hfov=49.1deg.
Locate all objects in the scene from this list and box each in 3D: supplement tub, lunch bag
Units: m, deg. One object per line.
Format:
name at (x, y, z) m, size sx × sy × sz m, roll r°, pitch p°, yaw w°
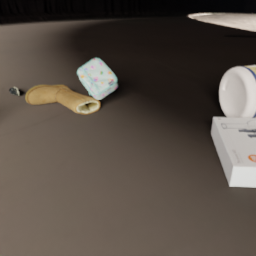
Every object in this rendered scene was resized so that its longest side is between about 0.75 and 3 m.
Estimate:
supplement tub at (4.801, -1.257, 9.792) m, size 2.657 × 1.918 × 1.918 m, roll -8°, pitch 29°, yaw -13°
lunch bag at (-1.145, -1.794, 10.359) m, size 1.147 × 0.551 × 1.431 m, roll -35°, pitch 74°, yaw -14°

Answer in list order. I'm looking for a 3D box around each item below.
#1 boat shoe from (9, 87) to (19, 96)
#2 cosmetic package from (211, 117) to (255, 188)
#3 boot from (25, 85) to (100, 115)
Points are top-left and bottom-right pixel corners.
boat shoe at (-4.936, -1.561, 12.060) m, size 0.311 × 0.350 × 0.937 m, roll -17°, pitch 31°, yaw -28°
cosmetic package at (3.544, 0.570, 7.700) m, size 2.022 × 0.693 × 2.682 m, roll 0°, pitch 28°, yaw 5°
boot at (-2.528, -1.068, 10.713) m, size 1.986 × 0.750 × 2.268 m, roll -23°, pitch 36°, yaw -37°
